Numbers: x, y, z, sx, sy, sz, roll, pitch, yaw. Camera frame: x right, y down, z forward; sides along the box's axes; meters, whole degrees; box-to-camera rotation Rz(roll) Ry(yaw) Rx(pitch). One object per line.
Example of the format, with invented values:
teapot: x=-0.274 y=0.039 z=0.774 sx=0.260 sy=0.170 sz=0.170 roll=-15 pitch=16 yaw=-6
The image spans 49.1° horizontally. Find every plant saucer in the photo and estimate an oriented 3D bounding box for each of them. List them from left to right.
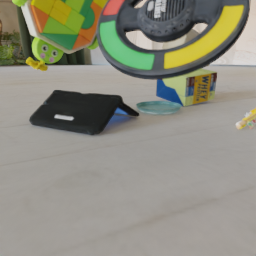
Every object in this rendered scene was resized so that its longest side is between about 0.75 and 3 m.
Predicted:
plant saucer: x=1.087 y=-0.728 z=10.001 sx=1.610 sy=0.221 sz=1.610 roll=1 pitch=15 yaw=0

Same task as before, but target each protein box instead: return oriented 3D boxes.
protein box: x=2.360 y=-1.782 z=11.496 sx=1.715 sy=1.157 sz=1.703 roll=-15 pitch=28 yaw=-32

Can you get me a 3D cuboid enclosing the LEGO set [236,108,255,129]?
LEGO set: x=3.540 y=-0.179 z=7.905 sx=0.606 sy=0.491 sz=1.318 roll=-32 pitch=-1 yaw=38

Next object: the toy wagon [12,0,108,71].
toy wagon: x=-1.412 y=-2.563 z=6.292 sx=0.558 sy=2.820 sz=2.188 roll=28 pitch=5 yaw=42

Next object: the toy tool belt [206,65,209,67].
toy tool belt: x=1.601 y=-1.645 z=6.993 sx=0.772 sy=0.482 sz=0.474 roll=0 pitch=39 yaw=6

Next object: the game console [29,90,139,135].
game console: x=-1.242 y=-0.311 z=8.468 sx=2.459 sy=1.431 sz=2.163 roll=8 pitch=47 yaw=27

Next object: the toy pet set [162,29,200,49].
toy pet set: x=2.078 y=-3.013 z=7.986 sx=1.284 sy=2.258 sz=2.418 roll=11 pitch=9 yaw=-43

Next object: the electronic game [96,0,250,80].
electronic game: x=0.751 y=-2.177 z=5.368 sx=2.912 sy=2.912 sz=0.606 roll=7 pitch=-22 yaw=23
